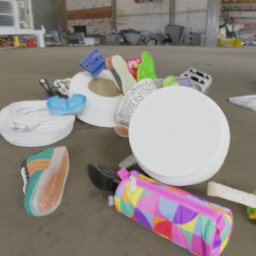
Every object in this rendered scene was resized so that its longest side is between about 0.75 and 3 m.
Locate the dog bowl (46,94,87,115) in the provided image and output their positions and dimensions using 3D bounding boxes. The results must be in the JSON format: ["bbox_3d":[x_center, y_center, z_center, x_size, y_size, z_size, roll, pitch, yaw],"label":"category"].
[{"bbox_3d":[-2.205,-0.835,10.142,1.446,0.358,0.806,-11,39,-12],"label":"dog bowl"}]

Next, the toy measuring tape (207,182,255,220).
[{"bbox_3d":[2.496,1.570,5.750,2.269,0.835,0.835,17,19,-11],"label":"toy measuring tape"}]

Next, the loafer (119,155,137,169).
[{"bbox_3d":[0.126,0.943,8.372,0.367,0.367,1.051,21,29,27],"label":"loafer"}]

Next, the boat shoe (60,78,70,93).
[{"bbox_3d":[-3.511,-2.683,17.231,0.779,0.738,2.056,4,22,13],"label":"boat shoe"}]

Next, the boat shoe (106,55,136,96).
[{"bbox_3d":[-0.235,-1.858,10.857,0.706,1.982,0.620,-40,25,-28],"label":"boat shoe"}]

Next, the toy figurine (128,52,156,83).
[{"bbox_3d":[-0.015,-2.147,13.782,2.467,2.681,2.013,-13,-22,31],"label":"toy figurine"}]

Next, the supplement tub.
[{"bbox_3d":[1.184,0.283,6.234,1.972,1.972,2.713,7,-8,18],"label":"supplement tub"}]

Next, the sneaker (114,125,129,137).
[{"bbox_3d":[0.081,0.124,10.493,1.221,0.436,0.488,13,15,28],"label":"sneaker"}]

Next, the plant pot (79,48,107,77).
[{"bbox_3d":[-1.420,-2.669,11.714,0.949,0.853,0.949,-43,15,0],"label":"plant pot"}]

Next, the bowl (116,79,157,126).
[{"bbox_3d":[0.625,-0.726,10.727,0.997,2.124,2.124,40,39,24],"label":"bowl"}]

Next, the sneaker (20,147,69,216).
[{"bbox_3d":[-2.190,1.285,6.886,1.053,0.941,2.636,-8,18,1],"label":"sneaker"}]

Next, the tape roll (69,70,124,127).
[{"bbox_3d":[-1.042,-1.337,12.033,2.978,1.041,2.978,8,39,-7],"label":"tape roll"}]

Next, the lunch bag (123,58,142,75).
[{"bbox_3d":[0.382,-2.666,15.120,1.881,2.135,0.875,-11,12,-20],"label":"lunch bag"}]

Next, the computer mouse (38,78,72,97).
[{"bbox_3d":[-3.586,-2.124,15.572,1.589,0.636,2.898,48,29,14],"label":"computer mouse"}]

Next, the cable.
[{"bbox_3d":[-3.390,-0.259,10.553,2.734,0.946,2.733,-13,28,-36],"label":"cable"}]

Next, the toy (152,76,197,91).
[{"bbox_3d":[2.042,-0.768,10.378,1.558,2.705,0.639,3,55,43],"label":"toy"}]

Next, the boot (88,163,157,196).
[{"bbox_3d":[-0.123,1.235,7.492,1.608,0.557,1.400,26,30,33],"label":"boot"}]

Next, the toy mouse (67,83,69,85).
[{"bbox_3d":[-2.686,-2.169,15.113,1.193,0.231,1.060,28,-29,-33],"label":"toy mouse"}]

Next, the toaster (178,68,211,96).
[{"bbox_3d":[2.775,-1.484,12.565,1.202,2.026,1.832,24,32,19],"label":"toaster"}]

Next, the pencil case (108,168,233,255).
[{"bbox_3d":[0.784,1.653,5.628,2.439,1.078,1.078,17,27,35],"label":"pencil case"}]

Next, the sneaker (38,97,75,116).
[{"bbox_3d":[-3.175,-1.080,12.961,2.326,0.809,1.157,6,23,16],"label":"sneaker"}]

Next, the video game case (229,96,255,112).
[{"bbox_3d":[6.656,-1.160,14.012,1.834,0.231,2.561,-9,22,-21],"label":"video game case"}]
